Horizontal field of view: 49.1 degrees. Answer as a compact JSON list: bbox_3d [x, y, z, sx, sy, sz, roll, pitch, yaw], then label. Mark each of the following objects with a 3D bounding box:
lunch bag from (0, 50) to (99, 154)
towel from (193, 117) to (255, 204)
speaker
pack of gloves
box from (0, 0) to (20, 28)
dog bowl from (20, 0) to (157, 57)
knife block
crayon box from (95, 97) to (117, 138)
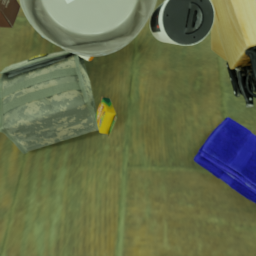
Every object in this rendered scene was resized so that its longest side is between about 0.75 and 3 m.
[{"bbox_3d":[-2.129,-1.043,7.491,2.234,1.601,2.724,-17,57,-1],"label":"lunch bag"},{"bbox_3d":[3.041,0.835,7.121,2.257,0.559,1.667,36,70,16],"label":"towel"},{"bbox_3d":[0.840,-1.851,4.854,0.785,0.785,1.933,0,19,-1],"label":"speaker"},{"bbox_3d":[-1.074,-2.456,6.829,1.967,0.388,1.653,32,72,26],"label":"pack of gloves"},{"bbox_3d":[-3.091,-2.946,5.597,0.971,1.939,0.727,6,66,8],"label":"box"},{"bbox_3d":[-0.629,-2.223,4.686,2.206,0.647,2.206,0,85,-2],"label":"dog bowl"},{"bbox_3d":[2.416,-1.844,5.275,0.878,2.744,2.408,-13,32,-2],"label":"knife block"},{"bbox_3d":[-0.453,-0.224,5.625,0.200,0.499,0.786,11,28,-22],"label":"crayon box"}]
